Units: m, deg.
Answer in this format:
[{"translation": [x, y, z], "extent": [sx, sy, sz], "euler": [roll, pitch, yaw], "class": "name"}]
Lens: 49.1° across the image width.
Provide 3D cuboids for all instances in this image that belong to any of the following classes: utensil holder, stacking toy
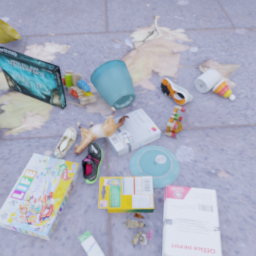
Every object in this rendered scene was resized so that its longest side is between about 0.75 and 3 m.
[{"translation": [3.389, -1.994, 12.005], "extent": [0.874, 0.743, 0.743], "euler": [-35, 58, -23], "class": "utensil holder"}, {"translation": [4.082, -1.494, 11.761], "extent": [0.685, 0.685, 0.937], "euler": [-35, 76, -27], "class": "stacking toy"}]

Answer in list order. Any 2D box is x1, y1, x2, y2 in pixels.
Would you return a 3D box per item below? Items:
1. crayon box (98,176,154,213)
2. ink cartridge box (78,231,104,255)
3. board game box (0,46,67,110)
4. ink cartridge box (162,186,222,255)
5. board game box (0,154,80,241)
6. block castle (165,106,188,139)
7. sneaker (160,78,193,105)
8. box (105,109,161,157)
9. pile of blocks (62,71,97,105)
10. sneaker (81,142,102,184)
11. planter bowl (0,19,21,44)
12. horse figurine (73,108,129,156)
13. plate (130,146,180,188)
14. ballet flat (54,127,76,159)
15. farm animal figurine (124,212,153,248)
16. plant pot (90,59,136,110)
[{"translation": [-0.061, 2.044, 8.602], "extent": [1.647, 0.425, 1.036], "euler": [0, 56, 0], "class": "crayon box"}, {"translation": [-0.939, 3.253, 7.478], "extent": [0.361, 0.599, 0.825], "euler": [-34, 57, -18], "class": "ink cartridge box"}, {"translation": [-3.823, -1.957, 11.153], "extent": [2.889, 1.954, 0.407], "euler": [21, 51, 18], "class": "board game box"}, {"translation": [1.710, 2.719, 7.809], "extent": [1.456, 0.823, 1.988], "euler": [5, 49, 5], "class": "ink cartridge box"}, {"translation": [-2.697, 2.026, 8.680], "extent": [1.644, 0.419, 2.446], "euler": [11, 50, 9], "class": "board game box"}, {"translation": [1.806, -0.206, 10.422], "extent": [0.525, 0.747, 1.118], "euler": [20, 53, 13], "class": "block castle"}, {"translation": [2.026, -1.529, 11.758], "extent": [0.745, 0.613, 1.619], "euler": [-9, 47, -39], "class": "sneaker"}, {"translation": [0.072, 0.127, 10.378], "extent": [1.820, 0.375, 1.419], "euler": [-24, 54, -19], "class": "box"}, {"translation": [-2.180, -1.696, 11.549], "extent": [0.663, 0.876, 2.134], "euler": [-24, 52, -39], "class": "pile of blocks"}, {"translation": [-1.201, 1.084, 9.196], "extent": [0.550, 0.601, 1.434], "euler": [-9, 60, 17], "class": "sneaker"}, {"translation": [-6.310, -4.690, 13.732], "extent": [0.782, 1.879, 1.879], "euler": [-47, 54, 15], "class": "planter bowl"}, {"translation": [-1.018, 0.022, 10.097], "extent": [2.222, 0.554, 1.472], "euler": [-21, 37, 5], "class": "horse figurine"}, {"translation": [0.904, 1.239, 9.515], "extent": [1.706, 0.218, 1.706], "euler": [0, 49, 0], "class": "plate"}, {"translation": [-2.170, 0.480, 9.942], "extent": [0.517, 0.437, 1.368], "euler": [26, 56, -9], "class": "ballet flat"}, {"translation": [0.320, 2.889, 7.915], "extent": [0.708, 0.441, 0.876], "euler": [-38, 55, 11], "class": "farm animal figurine"}, {"translation": [-0.488, -1.608, 11.182], "extent": [1.611, 1.611, 1.513], "euler": [-21, 69, -17], "class": "plant pot"}]
